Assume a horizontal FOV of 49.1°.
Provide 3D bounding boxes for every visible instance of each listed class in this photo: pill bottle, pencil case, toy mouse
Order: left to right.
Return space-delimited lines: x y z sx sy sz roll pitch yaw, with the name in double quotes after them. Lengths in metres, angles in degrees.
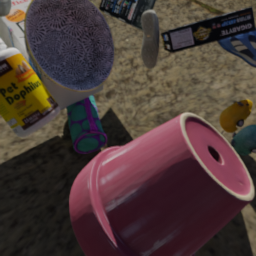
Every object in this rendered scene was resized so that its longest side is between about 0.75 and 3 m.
-2.586 -0.925 6.256 1.175 2.150 1.175 -31 16 10 "pill bottle"
-1.358 -0.384 8.629 1.014 1.101 2.383 4 46 -27 "pencil case"
2.713 -0.227 5.869 0.455 2.353 2.091 36 8 -19 "toy mouse"

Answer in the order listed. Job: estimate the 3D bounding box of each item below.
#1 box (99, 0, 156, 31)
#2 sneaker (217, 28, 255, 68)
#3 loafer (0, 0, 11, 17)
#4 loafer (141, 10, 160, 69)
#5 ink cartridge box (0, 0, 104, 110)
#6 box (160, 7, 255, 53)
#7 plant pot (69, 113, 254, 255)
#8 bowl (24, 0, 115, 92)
0.215 -4.804 9.086 0.615 2.675 2.126 4 27 -43 "box"
3.541 -2.535 8.218 0.854 0.950 2.311 -10 40 -28 "sneaker"
-3.589 -2.250 5.391 2.732 0.953 0.955 1 40 1 "loafer"
0.629 -2.338 7.462 0.519 1.484 0.518 12 30 23 "loafer"
-2.159 -2.188 7.905 1.973 1.939 2.680 -30 68 -24 "ink cartridge box"
1.842 -2.441 7.145 1.865 0.540 2.347 -14 16 6 "box"
0.542 0.880 3.986 2.118 1.895 2.118 32 33 -23 "plant pot"
-1.328 -1.670 5.773 0.952 2.028 2.028 -5 35 47 "bowl"
